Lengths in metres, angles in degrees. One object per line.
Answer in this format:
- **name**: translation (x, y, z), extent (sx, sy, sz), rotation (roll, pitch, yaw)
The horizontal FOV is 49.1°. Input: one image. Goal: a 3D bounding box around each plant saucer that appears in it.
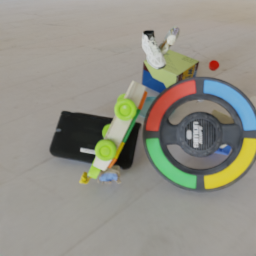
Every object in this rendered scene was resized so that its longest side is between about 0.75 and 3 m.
- **plant saucer**: translation (0.995, -0.739, 10.658), extent (1.610, 0.221, 1.610), rotation (1, 33, 0)

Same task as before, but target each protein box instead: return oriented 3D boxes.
- **protein box**: translation (1.785, -2.344, 11.985), extent (1.703, 1.157, 1.715), rotation (30, 48, 28)

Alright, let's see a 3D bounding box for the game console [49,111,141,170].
- **game console**: translation (-0.908, 0.295, 8.889), extent (2.459, 1.431, 2.163), rotation (9, 64, 5)

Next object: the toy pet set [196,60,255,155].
- **toy pet set**: translation (2.973, -0.374, 8.232), extent (2.418, 1.284, 2.258), rotation (26, 74, 7)

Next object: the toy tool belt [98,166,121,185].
- **toy tool belt**: translation (-0.576, 1.256, 7.292), extent (0.772, 0.482, 0.474), rotation (-4, 58, -2)

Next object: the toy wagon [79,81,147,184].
- **toy wagon**: translation (-0.373, 0.185, 6.896), extent (0.558, 2.820, 2.188), rotation (25, 9, -5)

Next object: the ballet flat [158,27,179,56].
- **ballet flat**: translation (1.326, -2.778, 9.218), extent (0.412, 1.145, 0.412), rotation (19, 47, -22)

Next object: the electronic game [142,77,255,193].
- **electronic game**: translation (1.806, 0.166, 7.067), extent (2.912, 2.912, 0.606), rotation (7, 2, 11)

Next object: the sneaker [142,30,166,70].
- **sneaker**: translation (0.767, -2.591, 9.076), extent (0.536, 0.818, 1.421), rotation (-25, 63, -1)
